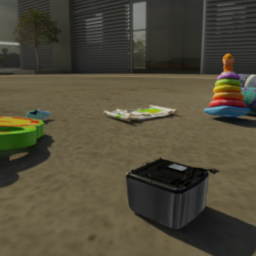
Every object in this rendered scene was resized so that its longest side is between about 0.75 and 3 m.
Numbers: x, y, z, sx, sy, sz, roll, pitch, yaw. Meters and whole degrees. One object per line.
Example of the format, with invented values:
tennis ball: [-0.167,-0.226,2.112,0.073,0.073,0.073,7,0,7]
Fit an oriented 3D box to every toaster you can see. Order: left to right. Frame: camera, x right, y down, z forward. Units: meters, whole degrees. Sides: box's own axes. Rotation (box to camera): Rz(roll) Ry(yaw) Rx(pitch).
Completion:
toaster: [0.635,0.905,4.142,1.058,0.628,0.956,11,17,38]

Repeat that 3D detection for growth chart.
growth chart: [0.487,-0.615,11.345,2.920,0.259,2.113,-10,15,-37]

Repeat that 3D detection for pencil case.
pencil case: [5.033,-1.219,11.688,2.766,1.177,1.278,18,62,48]

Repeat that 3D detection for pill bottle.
pill bottle: [6.219,-2.125,15.010,1.455,1.455,2.620,-10,17,-35]

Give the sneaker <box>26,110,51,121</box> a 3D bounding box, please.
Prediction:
sneaker: [-3.260,-0.502,10.306,0.949,0.389,0.351,-16,58,-40]

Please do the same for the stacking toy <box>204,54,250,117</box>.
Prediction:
stacking toy: [3.771,-1.622,10.615,1.297,2.364,1.372,4,-4,-22]

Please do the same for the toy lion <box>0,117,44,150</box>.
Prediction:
toy lion: [-3.369,0.070,7.463,2.746,0.943,2.632,13,11,42]
